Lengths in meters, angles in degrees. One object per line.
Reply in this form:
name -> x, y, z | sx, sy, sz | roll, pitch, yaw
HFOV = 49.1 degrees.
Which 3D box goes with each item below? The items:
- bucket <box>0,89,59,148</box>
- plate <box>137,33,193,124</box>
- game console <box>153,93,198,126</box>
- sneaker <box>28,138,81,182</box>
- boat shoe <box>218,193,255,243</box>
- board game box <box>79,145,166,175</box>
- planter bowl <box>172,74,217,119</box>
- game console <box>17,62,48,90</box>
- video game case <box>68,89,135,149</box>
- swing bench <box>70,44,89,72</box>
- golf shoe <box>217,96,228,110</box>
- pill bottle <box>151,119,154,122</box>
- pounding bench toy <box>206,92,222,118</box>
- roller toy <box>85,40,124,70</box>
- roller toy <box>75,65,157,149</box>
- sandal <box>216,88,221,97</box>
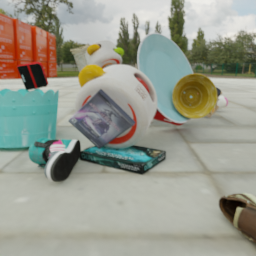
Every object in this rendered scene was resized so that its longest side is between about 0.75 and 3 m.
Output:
bucket -> -3.387, -0.388, 8.747 | 2.510, 1.633, 2.510 | 1, 9, 0
plate -> 1.219, -1.528, 8.783 | 0.376, 2.943, 2.943 | -20, -4, 44
game console -> 1.698, -0.929, 10.152 | 1.670, 0.991, 1.439 | 13, -36, -36
sneaker -> -1.807, 0.677, 6.362 | 1.055, 0.731, 1.748 | 0, 14, 7
boat shoe -> 1.734, 1.326, 3.822 | 0.608, 0.607, 1.644 | 9, 1, -6
board game box -> -0.135, 0.710, 7.244 | 1.882, 0.265, 1.273 | 8, 15, 31
planter bowl -> 2.029, -0.982, 8.806 | 1.377, 1.377, 0.574 | 0, 3, -1
game console -> -3.206, -1.744, 9.472 | 0.813, 0.920, 0.143 | -9, 34, 1
video game case -> -0.661, -0.144, 6.550 | 1.499, 1.071, 0.142 | -35, 16, 46
swing bench -> -1.560, -2.379, 10.282 | 0.744, 1.140, 1.146 | -21, 24, -7
golf shoe -> 3.903, -1.213, 14.596 | 2.433, 0.916, 1.113 | 2, 22, 40
pill bottle -> 0.571, -0.506, 11.853 | 0.987, 0.546, 0.546 | -2, 13, 0
pounding bench toy -> 3.415, -1.280, 12.835 | 1.367, 1.066, 0.849 | 32, 57, 29
roller toy -> -0.696, -1.927, 7.715 | 0.990, 0.692, 0.903 | -14, -23, -26
roller toy -> -0.306, -0.542, 7.232 | 1.940, 2.127, 1.486 | 14, 33, 12
sandal -> 2.786, -1.129, 11.384 | 2.038, 0.459, 0.765 | -24, 48, -4
